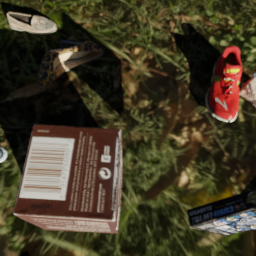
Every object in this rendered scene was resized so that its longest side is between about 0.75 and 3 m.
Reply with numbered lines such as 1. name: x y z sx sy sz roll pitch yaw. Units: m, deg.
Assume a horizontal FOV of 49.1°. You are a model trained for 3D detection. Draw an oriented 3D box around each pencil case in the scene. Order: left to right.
1. pencil case: 5.071 -0.911 9.705 2.323 0.904 1.039 42 86 19

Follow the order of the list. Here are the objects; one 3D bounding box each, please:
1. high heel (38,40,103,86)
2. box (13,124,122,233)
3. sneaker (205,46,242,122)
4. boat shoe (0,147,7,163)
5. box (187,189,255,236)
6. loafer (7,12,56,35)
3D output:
1. high heel: -2.108 -2.376 10.384 1.831 0.917 2.569 12 55 13
2. box: -1.313 1.491 7.506 2.224 2.708 2.247 3 64 1
3. sneaker: 3.441 -1.641 9.863 1.144 1.262 2.971 8 64 4
4. boat shoe: -3.667 0.568 6.606 1.415 0.642 0.500 6 76 -5
5. box: 2.293 1.752 5.643 1.605 1.618 0.402 -30 50 31
6. loafer: -4.006 -4.335 11.549 2.006 0.631 0.721 7 64 4
